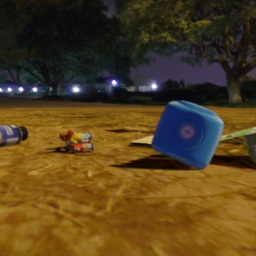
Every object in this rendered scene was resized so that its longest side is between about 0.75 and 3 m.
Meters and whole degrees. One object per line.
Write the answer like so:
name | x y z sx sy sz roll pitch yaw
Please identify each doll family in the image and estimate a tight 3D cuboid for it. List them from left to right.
doll family | -1.724 0.326 9.178 1.030 0.748 1.660 -2 7 -13

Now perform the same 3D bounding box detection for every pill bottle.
pill bottle | -4.254 0.265 9.926 0.720 0.720 1.287 4 8 33

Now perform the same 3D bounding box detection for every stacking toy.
stacking toy | 1.643 0.316 7.884 1.518 1.436 2.616 22 -6 14

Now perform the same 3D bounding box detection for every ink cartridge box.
ink cartridge box | 3.790 0.318 7.451 2.611 0.774 1.355 -16 -1 18

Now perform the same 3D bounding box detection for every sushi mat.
sushi mat | 1.381 0.457 10.666 1.417 0.179 2.961 4 7 30
